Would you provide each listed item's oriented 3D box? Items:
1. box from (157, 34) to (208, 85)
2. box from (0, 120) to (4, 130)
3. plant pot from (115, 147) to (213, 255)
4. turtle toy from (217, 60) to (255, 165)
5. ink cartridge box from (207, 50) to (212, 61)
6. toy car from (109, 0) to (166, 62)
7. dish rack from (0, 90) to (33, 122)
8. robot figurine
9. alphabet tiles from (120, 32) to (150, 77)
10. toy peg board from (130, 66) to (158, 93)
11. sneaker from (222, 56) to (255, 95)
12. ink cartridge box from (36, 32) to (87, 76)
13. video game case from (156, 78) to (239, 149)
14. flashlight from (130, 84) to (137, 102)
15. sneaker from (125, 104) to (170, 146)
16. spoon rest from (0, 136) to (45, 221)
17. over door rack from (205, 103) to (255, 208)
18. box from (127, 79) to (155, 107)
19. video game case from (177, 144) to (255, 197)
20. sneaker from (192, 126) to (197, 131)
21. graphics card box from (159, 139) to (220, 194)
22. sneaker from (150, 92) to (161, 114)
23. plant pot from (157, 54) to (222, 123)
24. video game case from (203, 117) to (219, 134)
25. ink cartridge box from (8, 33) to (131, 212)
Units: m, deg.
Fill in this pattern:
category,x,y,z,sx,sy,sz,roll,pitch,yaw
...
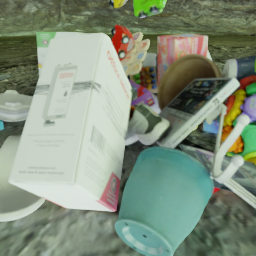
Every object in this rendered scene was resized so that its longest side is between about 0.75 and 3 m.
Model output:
category,x,y,z,sx,sy,sz,roll,pitch,yaw
box,1.880,-1.950,10.021,1.339,2.610,1.236,-10,25,-19
box,-4.383,-0.026,8.503,1.025,0.252,0.422,-16,27,-38
plant pot,0.475,1.204,4.292,1.342,1.342,1.261,12,46,26
turtle toy,2.953,-0.460,6.170,1.500,2.967,2.162,26,34,-1
ink cartridge box,2.806,-2.364,11.268,1.366,2.885,0.535,24,70,44
toy car,0.256,-3.575,8.523,0.643,2.885,2.715,-11,9,-37
dish rack,-4.085,-0.862,9.876,2.577,0.561,2.212,13,18,26
robot figurine,0.483,-2.647,12.951,2.656,1.657,1.996,6,17,2
alphabet tiles,-0.182,-2.284,9.614,0.157,2.155,2.107,31,-19,-36
toy peg board,0.707,-2.038,11.663,1.144,1.149,0.562,-7,-3,-11
sneaker,3.320,-1.136,7.570,1.524,2.081,0.838,-1,63,8
ink cartridge box,-2.517,-2.446,11.221,1.895,2.607,1.141,7,16,20
video game case,1.399,-0.435,7.009,2.116,0.272,2.327,-44,11,1
flashlight,-0.651,-0.424,7.631,2.023,0.685,0.687,-47,19,-3
sneaker,0.141,-0.134,7.022,0.884,0.949,2.392,-45,12,-20
spoon rest,-2.300,0.841,5.681,1.397,0.852,2.812,-6,22,-14
over door rack,2.455,0.558,5.006,2.073,0.934,2.805,38,26,-3
box,-0.417,-0.881,9.301,1.763,0.504,2.576,-30,26,-7
video game case,1.821,0.800,5.109,1.680,0.159,1.200,13,21,-10
sneaker,1.417,-0.302,8.791,0.784,0.565,1.493,-17,29,-34
graphics card box,1.474,0.800,6.296,1.075,0.436,1.714,-17,29,-35
sneaker,0.532,-0.778,9.534,1.917,0.835,0.714,-21,29,-30
plant pot,1.916,-1.020,8.143,0.942,2.041,2.041,9,11,-44
video game case,3.474,-0.149,8.622,1.802,0.410,1.634,15,26,32
ink cartridge box,-0.752,-0.024,4.848,1.051,1.861,2.540,-1,63,16
